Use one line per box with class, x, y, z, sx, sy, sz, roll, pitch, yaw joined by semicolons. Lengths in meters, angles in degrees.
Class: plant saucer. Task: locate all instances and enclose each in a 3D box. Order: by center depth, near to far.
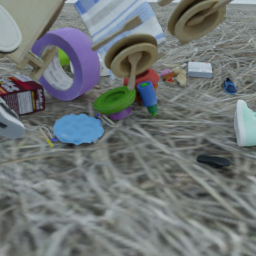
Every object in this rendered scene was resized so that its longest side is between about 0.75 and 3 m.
plant saucer;-2.194;-3.214;7.488;0.270;1.833;1.833;26;13;-37

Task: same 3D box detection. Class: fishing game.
fishing game;-1.396;0.064;8.023;2.073;0.322;1.484;-20;42;-33

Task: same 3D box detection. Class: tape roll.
tape roll;-2.191;-2.217;9.812;2.345;2.345;0.996;17;34;26

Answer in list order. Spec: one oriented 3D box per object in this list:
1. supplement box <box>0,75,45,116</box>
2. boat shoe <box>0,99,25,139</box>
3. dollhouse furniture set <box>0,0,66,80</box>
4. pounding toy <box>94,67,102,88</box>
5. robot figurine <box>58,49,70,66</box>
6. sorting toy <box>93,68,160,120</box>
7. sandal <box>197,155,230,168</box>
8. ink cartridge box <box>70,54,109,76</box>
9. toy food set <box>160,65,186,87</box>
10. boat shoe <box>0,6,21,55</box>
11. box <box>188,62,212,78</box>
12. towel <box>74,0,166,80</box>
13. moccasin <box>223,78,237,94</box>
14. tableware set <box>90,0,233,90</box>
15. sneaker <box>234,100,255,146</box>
supplement box;-4.315;-0.888;8.850;2.879;0.877;1.567;-20;35;-38
boat shoe;-1.904;-0.245;3.976;0.421;1.141;0.390;-35;60;5
dollhouse furniture set;-2.791;-2.676;6.937;2.493;1.890;2.845;35;-5;-28
pounding toy;-1.580;-2.069;11.368;0.948;0.570;1.228;6;66;-8
robot figurine;-3.083;-3.510;12.725;2.291;1.325;2.010;-21;0;-1
sorting toy;0.226;-0.914;9.145;1.632;1.115;2.716;8;41;42
sandal;2.100;0.837;6.859;0.825;0.197;0.310;7;30;37
ink cartridge box;-1.556;-2.746;12.272;1.720;0.725;1.256;-13;33;-21
toy food set;1.887;-2.146;11.776;1.087;0.269;1.710;4;39;8
boat shoe;-2.580;-1.775;4.537;1.966;0.593;0.726;33;60;-2
box;3.195;-2.609;12.501;1.004;0.265;1.287;6;32;8
towel;-0.282;-2.649;6.986;1.781;2.425;0.289;-30;-8;28
moccasin;3.886;-1.646;10.804;0.416;0.352;1.034;-1;31;-2
tableware set;0.800;-1.811;5.900;2.826;1.868;0.566;-28;70;18
sneaker;3.632;-0.134;7.936;1.097;0.684;1.860;2;40;13
